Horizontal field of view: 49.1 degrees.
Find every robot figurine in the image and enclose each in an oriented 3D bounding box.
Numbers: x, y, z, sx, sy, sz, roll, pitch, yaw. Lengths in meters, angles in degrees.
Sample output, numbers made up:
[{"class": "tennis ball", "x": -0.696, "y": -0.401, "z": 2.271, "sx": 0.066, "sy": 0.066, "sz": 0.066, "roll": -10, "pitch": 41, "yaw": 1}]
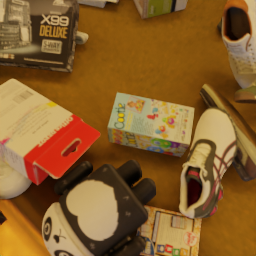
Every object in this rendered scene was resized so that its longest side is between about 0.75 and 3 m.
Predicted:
[{"class": "robot figurine", "x": -0.604, "y": 1.819, "z": 6.105, "sx": 2.585, "sy": 1.613, "sz": 1.942, "roll": -36, "pitch": 27, "yaw": -8}]

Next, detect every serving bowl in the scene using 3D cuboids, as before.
[{"class": "serving bowl", "x": -3.137, "y": 1.095, "z": 7.180, "sx": 1.365, "sy": 0.449, "sz": 1.365, "roll": 0, "pitch": 65, "yaw": 0}]

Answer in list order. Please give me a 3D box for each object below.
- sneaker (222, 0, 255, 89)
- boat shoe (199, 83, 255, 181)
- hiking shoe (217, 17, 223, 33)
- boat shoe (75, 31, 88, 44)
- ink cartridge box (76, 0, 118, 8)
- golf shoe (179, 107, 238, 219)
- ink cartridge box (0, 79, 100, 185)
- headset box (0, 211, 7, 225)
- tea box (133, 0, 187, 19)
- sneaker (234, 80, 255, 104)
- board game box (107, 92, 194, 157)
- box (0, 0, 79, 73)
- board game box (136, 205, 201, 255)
[{"class": "sneaker", "x": 3.032, "y": -2.087, "z": 7.583, "sx": 1.042, "sy": 2.863, "sz": 1.212, "roll": 3, "pitch": 37, "yaw": 43}, {"class": "boat shoe", "x": 2.567, "y": 0.022, "z": 7.368, "sx": 0.958, "sy": 1.082, "sz": 2.956, "roll": -44, "pitch": 46, "yaw": 26}, {"class": "hiking shoe", "x": 4.193, "y": -3.906, "z": 9.122, "sx": 2.527, "sy": 1.272, "sz": 0.957, "roll": -27, "pitch": 67, "yaw": -12}, {"class": "boat shoe", "x": -1.831, "y": -2.976, "z": 9.150, "sx": 1.167, "sy": 0.429, "sz": 0.390, "roll": 20, "pitch": 43, "yaw": 17}, {"class": "ink cartridge box", "x": -1.073, "y": -5.244, "z": 10.256, "sx": 1.914, "sy": 0.389, "sz": 1.911, "roll": 13, "pitch": 65, "yaw": 6}, {"class": "golf shoe", "x": 1.791, "y": 0.776, "z": 6.364, "sx": 1.020, "sy": 1.164, "sz": 2.642, "roll": 8, "pitch": 87, "yaw": 34}, {"class": "ink cartridge box", "x": -2.390, "y": 0.161, "z": 7.070, "sx": 2.999, "sy": 1.009, "sz": 1.743, "roll": 31, "pitch": 51, "yaw": 14}, {"class": "headset box", "x": -4.517, "y": 2.255, "z": 6.317, "sx": 2.607, "sy": 0.978, "sz": 1.938, "roll": -41, "pitch": 71, "yaw": -18}, {"class": "tea box", "x": 0.998, "y": -4.950, "z": 9.698, "sx": 1.673, "sy": 1.136, "sz": 1.700, "roll": -15, "pitch": 65, "yaw": -7}, {"class": "sneaker", "x": 3.517, "y": -1.085, "z": 7.460, "sx": 1.845, "sy": 0.619, "sz": 0.828, "roll": -1, "pitch": 87, "yaw": -27}, {"class": "board game box", "x": 0.564, "y": -0.057, "z": 7.278, "sx": 1.986, "sy": 1.023, "sz": 1.041, "roll": 12, "pitch": 67, "yaw": 3}, {"class": "box", "x": -2.946, "y": -2.913, "z": 8.553, "sx": 2.682, "sy": 0.667, "sz": 2.115, "roll": 8, "pitch": 89, "yaw": 3}, {"class": "board game box", "x": 0.923, "y": 2.509, "z": 6.558, "sx": 1.431, "sy": 0.331, "sz": 1.084, "roll": 11, "pitch": 65, "yaw": 5}]
